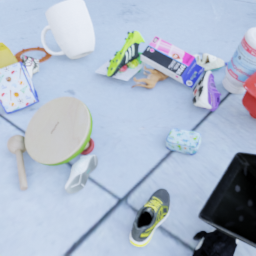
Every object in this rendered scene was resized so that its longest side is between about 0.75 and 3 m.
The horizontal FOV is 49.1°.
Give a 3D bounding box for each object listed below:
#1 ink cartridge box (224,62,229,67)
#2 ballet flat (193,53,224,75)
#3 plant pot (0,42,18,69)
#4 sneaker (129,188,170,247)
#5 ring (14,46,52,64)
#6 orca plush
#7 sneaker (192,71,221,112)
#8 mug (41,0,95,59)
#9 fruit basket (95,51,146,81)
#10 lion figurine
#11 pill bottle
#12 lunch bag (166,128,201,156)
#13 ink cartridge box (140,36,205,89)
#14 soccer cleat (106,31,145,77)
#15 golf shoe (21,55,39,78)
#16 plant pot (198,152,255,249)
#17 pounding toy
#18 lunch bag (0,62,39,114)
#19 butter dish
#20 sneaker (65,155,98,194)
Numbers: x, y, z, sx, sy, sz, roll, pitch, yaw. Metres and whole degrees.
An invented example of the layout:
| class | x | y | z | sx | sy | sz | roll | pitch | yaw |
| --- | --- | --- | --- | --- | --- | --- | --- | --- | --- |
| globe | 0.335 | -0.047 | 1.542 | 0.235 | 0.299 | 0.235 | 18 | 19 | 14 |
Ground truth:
| class | x | y | z | sx | sy | sz | roll | pitch | yaw |
| --- | --- | --- | --- | --- | --- | --- | --- | --- | --- |
| ink cartridge box | 5.884 | -2.659 | 12.426 | 2.386 | 0.526 | 2.431 | -9 | 42 | -10 |
| ballet flat | 3.271 | -2.882 | 12.401 | 2.575 | 0.803 | 0.869 | -19 | 33 | -22 |
| plant pot | -5.605 | -2.905 | 12.159 | 1.381 | 1.218 | 1.381 | -27 | 48 | -28 |
| sneaker | 0.595 | 2.014 | 6.632 | 0.610 | 0.693 | 1.638 | 21 | 46 | 19 |
| ring | -4.709 | -3.623 | 13.841 | 1.857 | 0.178 | 1.857 | 0 | 39 | 0 |
| orca plush | 1.694 | 2.569 | 5.978 | 1.924 | 0.684 | 1.012 | -15 | 42 | -17 |
| sneaker | 3.069 | -1.331 | 10.742 | 0.987 | 0.954 | 2.366 | 30 | 40 | -5 |
| mug | -2.845 | -4.356 | 13.092 | 2.559 | 2.244 | 1.889 | -19 | 8 | 8 |
| fruit basket | -0.216 | -2.673 | 12.268 | 1.742 | 0.882 | 1.881 | 19 | 54 | 28 |
| lion figurine | 0.986 | -2.025 | 11.637 | 1.127 | 0.667 | 1.840 | 25 | 56 | 15 |
| pill bottle | 4.509 | -2.419 | 10.530 | 1.296 | 2.383 | 1.296 | 5 | 54 | -7 |
| lunch bag | 1.741 | 0.402 | 8.764 | 1.019 | 0.420 | 0.819 | 11 | 43 | 20 |
| ink cartridge box | 1.845 | -2.721 | 11.526 | 2.504 | 0.464 | 1.186 | 32 | 71 | 10 |
| soccer cleat | -0.063 | -2.921 | 11.483 | 2.217 | 0.899 | 0.748 | -58 | 37 | -3 |
| golf shoe | -4.241 | -2.618 | 12.211 | 0.761 | 0.667 | 1.727 | 1 | 44 | -23 |
| plant pot | 2.798 | 1.686 | 5.535 | 1.736 | 1.544 | 1.740 | -53 | 20 | -14 |
| pounding toy | -2.065 | 0.455 | 8.395 | 2.733 | 1.268 | 2.109 | -37 | 57 | 2 |
| lunch bag | -4.096 | -1.395 | 10.178 | 1.295 | 1.523 | 0.943 | -23 | 1 | -4 |
| butter dish | 4.664 | -0.845 | 9.496 | 1.907 | 1.410 | 1.902 | 44 | 52 | 15 |
| sneaker | -1.368 | 1.279 | 7.789 | 0.549 | 0.482 | 1.370 | 0 | 35 | 30 |
